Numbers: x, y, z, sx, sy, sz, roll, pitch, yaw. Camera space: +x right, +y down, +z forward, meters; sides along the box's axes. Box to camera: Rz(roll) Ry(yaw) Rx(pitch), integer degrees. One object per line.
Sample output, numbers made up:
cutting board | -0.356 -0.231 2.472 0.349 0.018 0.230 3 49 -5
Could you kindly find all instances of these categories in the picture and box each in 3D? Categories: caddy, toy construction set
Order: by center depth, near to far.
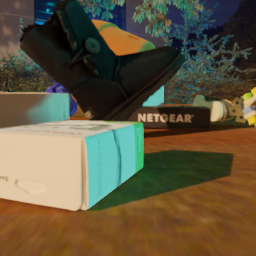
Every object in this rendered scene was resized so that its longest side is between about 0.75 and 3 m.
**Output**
toy construction set | 3.574 -0.500 7.348 1.635 1.149 2.494 -23 -3 8
caddy | -2.799 -1.198 11.978 1.117 1.580 0.829 3 24 27

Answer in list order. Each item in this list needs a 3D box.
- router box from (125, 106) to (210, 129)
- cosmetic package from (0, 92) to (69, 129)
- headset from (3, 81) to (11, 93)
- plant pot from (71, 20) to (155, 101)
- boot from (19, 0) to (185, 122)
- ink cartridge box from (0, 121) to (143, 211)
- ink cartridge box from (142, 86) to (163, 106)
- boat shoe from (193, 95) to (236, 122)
router box | 1.051 -0.314 7.558 2.142 0.547 1.597 1 6 11
cosmetic package | -2.704 -0.415 6.729 1.269 0.913 2.250 8 9 44
headset | -5.209 -1.378 14.115 1.798 1.368 2.911 1 -5 20
plant pot | -0.311 -1.756 8.475 1.865 2.664 2.664 16 12 24
boot | -0.341 -1.544 5.521 2.841 2.387 1.085 -45 14 -29
ink cartridge box | -0.453 0.223 2.443 0.868 0.501 1.193 2 6 20
ink cartridge box | -0.072 -1.158 10.815 2.477 1.592 1.551 3 7 36
boat shoe | 3.068 -0.712 10.224 0.733 0.877 2.453 -1 12 -8
